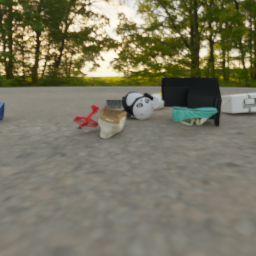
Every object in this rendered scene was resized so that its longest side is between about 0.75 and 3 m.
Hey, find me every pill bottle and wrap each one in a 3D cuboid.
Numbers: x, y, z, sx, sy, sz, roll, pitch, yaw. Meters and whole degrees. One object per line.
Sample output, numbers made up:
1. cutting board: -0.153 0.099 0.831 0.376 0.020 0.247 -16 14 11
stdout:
1. pill bottle: 1.747 -1.558 16.444 0.910 0.910 1.592 5 12 26

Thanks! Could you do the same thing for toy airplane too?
1. toy airplane: -1.343 -0.369 9.622 1.236 1.236 0.227 -8 55 -36

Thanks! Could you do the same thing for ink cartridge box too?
1. ink cartridge box: 6.037 -1.289 14.376 2.136 0.897 1.554 -5 5 0

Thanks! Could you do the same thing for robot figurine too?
1. robot figurine: 0.406 -1.062 12.880 1.072 1.291 1.719 12 17 -39

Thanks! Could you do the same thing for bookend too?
1. bookend: 2.545 -1.189 11.885 2.520 1.168 2.536 2 29 12

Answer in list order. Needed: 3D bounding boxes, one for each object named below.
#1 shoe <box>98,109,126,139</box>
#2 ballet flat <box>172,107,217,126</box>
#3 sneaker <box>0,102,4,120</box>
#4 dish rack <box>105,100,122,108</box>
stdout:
1. shoe: -0.613 -0.225 9.901 0.934 0.713 2.673 11 11 3
2. ballet flat: 2.286 -0.400 9.749 1.774 0.624 0.597 0 10 -21
3. sneaker: -5.921 -0.675 11.990 0.927 0.835 2.381 5 10 -14
4. dish rack: -0.894 -1.478 17.434 1.152 0.410 1.502 0 11 6
